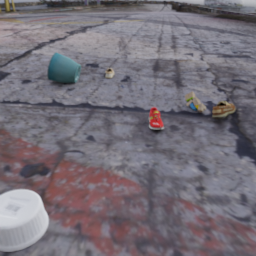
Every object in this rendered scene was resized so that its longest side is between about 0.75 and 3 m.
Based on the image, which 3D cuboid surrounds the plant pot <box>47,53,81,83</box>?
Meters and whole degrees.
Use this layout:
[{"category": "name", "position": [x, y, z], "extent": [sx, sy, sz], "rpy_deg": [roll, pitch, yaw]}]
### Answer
[{"category": "plant pot", "position": [-3.424, -3.154, 15.334], "extent": [1.457, 1.551, 1.551], "rpy_deg": [17, 30, -1]}]

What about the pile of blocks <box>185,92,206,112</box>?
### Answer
[{"category": "pile of blocks", "position": [3.011, -1.038, 12.561], "extent": [0.449, 0.593, 1.445], "rpy_deg": [34, 22, -34]}]

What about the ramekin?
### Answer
[{"category": "ramekin", "position": [-2.608, 2.076, 6.522], "extent": [1.383, 0.674, 1.383], "rpy_deg": [0, 28, 0]}]

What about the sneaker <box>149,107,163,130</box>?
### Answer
[{"category": "sneaker", "position": [1.059, -0.387, 11.073], "extent": [0.542, 0.598, 1.408], "rpy_deg": [-3, 29, -6]}]

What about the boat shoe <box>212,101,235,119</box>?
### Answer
[{"category": "boat shoe", "position": [4.001, -0.832, 11.670], "extent": [0.614, 0.599, 1.622], "rpy_deg": [-4, 15, 40]}]

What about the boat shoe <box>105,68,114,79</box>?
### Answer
[{"category": "boat shoe", "position": [-1.077, -3.318, 16.560], "extent": [0.476, 0.447, 1.292], "rpy_deg": [0, 29, 1]}]
